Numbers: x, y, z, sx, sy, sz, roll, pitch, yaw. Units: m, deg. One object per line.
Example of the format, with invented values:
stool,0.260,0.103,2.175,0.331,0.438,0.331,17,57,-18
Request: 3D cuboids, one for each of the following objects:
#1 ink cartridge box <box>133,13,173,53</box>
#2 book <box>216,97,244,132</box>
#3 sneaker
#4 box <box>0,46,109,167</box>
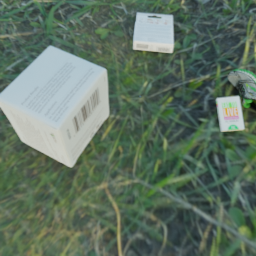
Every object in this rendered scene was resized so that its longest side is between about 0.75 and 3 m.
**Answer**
ink cartridge box,1.029,-3.879,11.353,1.565,0.487,1.944,5,53,0
book,3.365,-0.454,9.299,0.744,0.268,1.114,-5,77,-2
sneaker,4.146,-1.241,9.591,0.869,0.796,2.041,-32,61,-9
box,-1.998,-0.583,8.260,2.010,2.347,2.335,25,60,13
